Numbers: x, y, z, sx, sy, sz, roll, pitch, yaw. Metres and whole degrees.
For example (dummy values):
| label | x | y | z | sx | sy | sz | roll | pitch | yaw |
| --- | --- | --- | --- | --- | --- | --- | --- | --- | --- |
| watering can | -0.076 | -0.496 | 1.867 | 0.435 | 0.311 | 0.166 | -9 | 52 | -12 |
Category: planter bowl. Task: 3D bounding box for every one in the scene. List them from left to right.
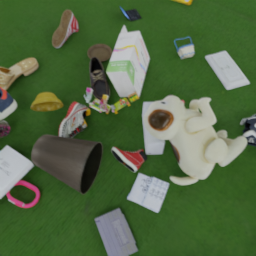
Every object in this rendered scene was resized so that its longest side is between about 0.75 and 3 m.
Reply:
| label | x | y | z | sx | sy | sz | roll | pitch | yaw |
| --- | --- | --- | --- | --- | --- | --- | --- | --- | --- |
| planter bowl | -3.031 | -1.010 | 10.395 | 1.180 | 1.180 | 0.492 | -8 | 79 | -5 |

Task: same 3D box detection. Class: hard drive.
| label | x | y | z | sx | sy | sz | roll | pitch | yaw |
| --- | --- | --- | --- | --- | --- | --- | --- | --- | --- |
| hard drive | -4.383 | 1.716 | 9.062 | 1.532 | 0.310 | 2.322 | 23 | 59 | 34 |

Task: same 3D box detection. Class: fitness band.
| label | x | y | z | sx | sy | sz | roll | pitch | yaw |
| --- | --- | --- | --- | --- | --- | --- | --- | --- | --- |
| fitness band | -3.386 | 2.114 | 9.001 | 1.076 | 0.201 | 0.773 | 25 | 49 | 7 |

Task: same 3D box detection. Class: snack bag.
| label | x | y | z | sx | sy | sz | roll | pitch | yaw |
| --- | --- | --- | --- | --- | --- | --- | --- | --- | --- |
| snack bag | 0.657 | 2.076 | 9.187 | 1.122 | 0.120 | 1.058 | 21 | 61 | 13 |

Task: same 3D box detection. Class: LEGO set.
| label | x | y | z | sx | sy | sz | roll | pitch | yaw |
| --- | --- | --- | --- | --- | --- | --- | --- | --- | --- |
| LEGO set | -0.677 | -0.941 | 10.386 | 2.083 | 0.775 | 0.958 | 6 | 98 | 12 |

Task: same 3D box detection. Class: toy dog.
| label | x | y | z | sx | sy | sz | roll | pitch | yaw |
| --- | --- | --- | --- | --- | --- | --- | --- | --- | --- |
| toy dog | 1.770 | 0.165 | 9.072 | 2.804 | 1.956 | 2.718 | 40 | 101 | -8 |

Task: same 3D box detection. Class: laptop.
| label | x | y | z | sx | sy | sz | roll | pitch | yaw |
| --- | --- | --- | --- | --- | --- | --- | --- | --- | --- |
| laptop | 0.097 | -5.722 | 13.826 | 0.936 | 0.483 | 0.829 | -18 | 60 | -11 |

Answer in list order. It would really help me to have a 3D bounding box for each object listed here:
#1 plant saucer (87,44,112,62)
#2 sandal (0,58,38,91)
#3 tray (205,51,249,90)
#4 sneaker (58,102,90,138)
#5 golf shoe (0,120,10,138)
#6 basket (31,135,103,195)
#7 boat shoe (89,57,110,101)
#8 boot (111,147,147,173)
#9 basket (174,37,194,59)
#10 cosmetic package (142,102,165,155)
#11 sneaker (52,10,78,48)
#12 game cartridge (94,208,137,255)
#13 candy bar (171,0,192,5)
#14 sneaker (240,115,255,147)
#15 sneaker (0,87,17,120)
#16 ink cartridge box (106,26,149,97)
| label | x | y | z | sx | sy | sz | roll | pitch | yaw |
| --- | --- | --- | --- | --- | --- | --- | --- | --- | --- |
| plant saucer | -1.266 | -3.323 | 12.522 | 1.109 | 0.163 | 1.109 | 0 | 57 | 0 |
| sandal | -5.037 | -2.230 | 11.290 | 2.860 | 0.941 | 1.049 | -40 | 57 | -21 |
| tray | 4.239 | -2.553 | 12.008 | 1.097 | 0.227 | 2.044 | -17 | 60 | -9 |
| sneaker | -1.958 | -0.089 | 10.164 | 0.803 | 0.761 | 1.956 | 16 | 61 | 5 |
| golf shoe | -5.066 | 0.233 | 10.145 | 1.532 | 0.556 | 0.706 | -28 | 42 | -20 |
| basket | -1.981 | 0.977 | 8.954 | 1.900 | 1.292 | 1.713 | 18 | 94 | 16 |
| boat shoe | -1.257 | -2.004 | 11.290 | 0.757 | 0.745 | 2.032 | -19 | 61 | 0 |
| boot | 0.056 | 0.902 | 9.772 | 1.163 | 0.421 | 0.839 | 38 | 62 | 15 |
| basket | 2.482 | -3.523 | 12.322 | 0.782 | 0.617 | 0.887 | -14 | 90 | -9 |
| cosmetic package | 0.880 | 0.005 | 10.029 | 0.614 | 0.874 | 1.724 | -2 | 59 | -2 |
| sneaker | -2.879 | -4.434 | 13.043 | 0.638 | 1.007 | 1.791 | 24 | 91 | 11 |
| game cartridge | -0.365 | 3.209 | 8.425 | 0.885 | 0.262 | 1.366 | -18 | 60 | -16 |
| candy bar | 2.372 | -6.894 | 14.705 | 2.135 | 0.237 | 0.532 | 25 | 62 | 16 |
| sneaker | 4.768 | 0.523 | 9.629 | 1.668 | 1.023 | 2.563 | -10 | 58 | -4 |
| sneaker | -5.024 | -0.422 | 9.467 | 1.000 | 1.127 | 2.668 | 0 | 42 | 28 |
| ink cartridge box | 0.122 | -2.722 | 11.194 | 0.895 | 1.557 | 2.658 | 1 | 58 | 24 |
